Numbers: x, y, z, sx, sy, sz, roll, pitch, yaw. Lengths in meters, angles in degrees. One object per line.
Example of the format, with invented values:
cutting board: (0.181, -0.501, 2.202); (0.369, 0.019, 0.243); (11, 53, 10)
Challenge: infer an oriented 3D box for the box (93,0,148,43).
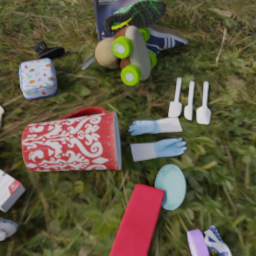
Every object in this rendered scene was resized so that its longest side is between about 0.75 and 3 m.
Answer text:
box: (-0.264, -5.432, 13.189); (2.612, 2.591, 1.609); (-9, 54, -5)

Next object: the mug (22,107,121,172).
mug: (-1.765, 0.479, 9.524); (2.902, 1.936, 2.576); (-6, 15, 2)

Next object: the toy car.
toy car: (-0.569, -2.958, 12.025); (2.821, 2.226, 2.318); (-4, 28, 29)

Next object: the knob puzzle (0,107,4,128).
knob puzzle: (-5.970, -0.533, 10.977); (2.282, 0.316, 2.282); (0, 53, 0)

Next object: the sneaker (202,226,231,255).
sneaker: (2.452, 3.395, 8.050); (0.577, 0.404, 1.000); (-21, 49, -11)

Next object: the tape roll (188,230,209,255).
tape roll: (1.932, 3.316, 7.724); (0.304, 0.926, 0.926); (-13, 54, -3)

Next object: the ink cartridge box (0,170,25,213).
ink cartridge box: (-4.136, 1.955, 8.997); (1.252, 0.519, 0.919); (26, 58, 18)

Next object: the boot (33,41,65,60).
boot: (-3.745, -3.717, 13.221); (1.326, 0.499, 0.991); (-22, 56, -15)

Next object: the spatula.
spatula: (2.608, -1.160, 11.565); (1.628, 0.188, 2.342); (9, 51, 9)

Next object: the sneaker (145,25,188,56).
sneaker: (1.637, -3.943, 13.268); (2.582, 1.401, 0.905); (-2, 43, -40)

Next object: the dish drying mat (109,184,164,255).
dish drying mat: (0.284, 2.973, 8.423); (1.012, 0.240, 2.635); (13, 56, 15)

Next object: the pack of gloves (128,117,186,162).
pack of gloves: (1.072, 0.277, 10.326); (2.057, 0.406, 1.728); (-7, 55, -6)

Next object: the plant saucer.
plant saucer: (1.368, 1.848, 8.739); (0.247, 1.374, 1.374); (10, 46, -33)

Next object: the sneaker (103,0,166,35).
sneaker: (0.284, -4.731, 11.555); (2.690, 1.049, 1.146); (-3, 40, 28)

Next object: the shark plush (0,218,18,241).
shark plush: (-4.678, 2.857, 8.436); (2.749, 1.249, 1.145); (6, 30, 30)

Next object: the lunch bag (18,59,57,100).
lunch bag: (-3.863, -2.107, 11.913); (1.523, 0.718, 1.901); (-13, 55, -7)
